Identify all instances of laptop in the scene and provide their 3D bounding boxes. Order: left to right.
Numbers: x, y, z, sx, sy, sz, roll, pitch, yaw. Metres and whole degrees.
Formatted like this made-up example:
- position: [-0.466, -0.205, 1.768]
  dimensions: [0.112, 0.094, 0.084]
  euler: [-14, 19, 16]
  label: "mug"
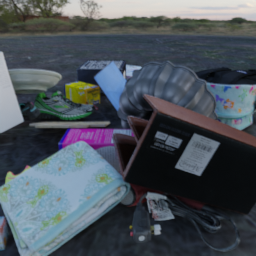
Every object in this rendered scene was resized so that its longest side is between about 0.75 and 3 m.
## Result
- position: [0.491, -1.466, 11.170]
  dimensions: [2.992, 1.734, 2.802]
  euler: [5, 26, 10]
  label: "laptop"

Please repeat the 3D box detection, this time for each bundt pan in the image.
- position: [0.882, -0.310, 7.559]
  dimensions: [2.786, 2.786, 1.046]
  euler: [12, 42, 26]
  label: "bundt pan"

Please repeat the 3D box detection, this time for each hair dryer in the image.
- position: [0.768, 1.514, 6.002]
  dimensions: [2.197, 0.784, 2.885]
  euler: [13, 23, -17]
  label: "hair dryer"

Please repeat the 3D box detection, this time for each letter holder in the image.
- position: [1.306, 0.370, 6.043]
  dimensions: [2.879, 1.448, 2.046]
  euler: [19, 19, -18]
  label: "letter holder"

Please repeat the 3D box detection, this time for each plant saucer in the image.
- position: [-3.565, -1.578, 9.967]
  dimensions: [2.343, 0.588, 2.343]
  euler: [-3, 0, 0]
  label: "plant saucer"

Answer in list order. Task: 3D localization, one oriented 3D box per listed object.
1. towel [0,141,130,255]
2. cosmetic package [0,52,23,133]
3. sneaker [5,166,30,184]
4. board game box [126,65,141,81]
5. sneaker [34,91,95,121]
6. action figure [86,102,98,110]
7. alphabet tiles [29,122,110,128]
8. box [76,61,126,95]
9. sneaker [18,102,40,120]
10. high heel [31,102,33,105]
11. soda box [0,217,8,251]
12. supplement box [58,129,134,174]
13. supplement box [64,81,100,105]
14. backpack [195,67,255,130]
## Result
- position: [-1.346, 1.251, 5.562]
  dimensions: [2.213, 0.533, 1.894]
  euler: [-31, 43, -22]
  label: "towel"
- position: [-4.821, -0.931, 8.574]
  dimensions: [2.260, 2.268, 1.394]
  euler: [-5, 20, 19]
  label: "cosmetic package"
- position: [-2.181, 1.142, 6.471]
  dimensions: [1.319, 0.596, 0.515]
  euler: [-7, -20, -17]
  label: "sneaker"
- position: [-0.129, -3.306, 17.071]
  dimensions: [2.506, 0.546, 2.518]
  euler: [15, 28, 33]
  label: "board game box"
- position: [-2.425, -0.825, 10.522]
  dimensions: [2.410, 1.027, 0.940]
  euler: [5, 12, 6]
  label: "sneaker"
- position: [-1.742, -0.810, 11.283]
  dimensions: [1.121, 0.555, 0.366]
  euler: [-8, 50, -24]
  label: "action figure"
- position: [-1.849, -0.116, 9.016]
  dimensions: [2.364, 0.107, 2.829]
  euler: [0, 3, 0]
  label: "alphabet tiles"
- position: [-1.274, -2.616, 14.414]
  dimensions: [2.214, 1.376, 2.232]
  euler: [2, 23, 5]
  label: "box"
- position: [-3.857, -0.621, 10.206]
  dimensions: [1.570, 0.622, 0.592]
  euler: [-8, 38, 34]
  label: "sneaker"
- position: [-4.033, -0.736, 11.293]
  dimensions: [0.277, 0.395, 0.823]
  euler: [5, 24, 11]
  label: "high heel"
- position: [-2.858, 1.950, 4.956]
  dimensions: [1.316, 0.450, 0.418]
  euler: [-4, 24, -10]
  label: "soda box"
- position: [-0.725, 0.639, 7.356]
  dimensions: [1.900, 0.961, 0.982]
  euler: [1, 23, 3]
  label: "supplement box"
- position: [-2.083, -1.529, 12.598]
  dimensions: [1.493, 0.818, 0.813]
  euler: [18, 29, 35]
  label: "supplement box"
- position: [3.195, -1.048, 9.717]
  dimensions: [2.533, 2.148, 2.854]
  euler: [17, 18, 36]
  label: "backpack"
